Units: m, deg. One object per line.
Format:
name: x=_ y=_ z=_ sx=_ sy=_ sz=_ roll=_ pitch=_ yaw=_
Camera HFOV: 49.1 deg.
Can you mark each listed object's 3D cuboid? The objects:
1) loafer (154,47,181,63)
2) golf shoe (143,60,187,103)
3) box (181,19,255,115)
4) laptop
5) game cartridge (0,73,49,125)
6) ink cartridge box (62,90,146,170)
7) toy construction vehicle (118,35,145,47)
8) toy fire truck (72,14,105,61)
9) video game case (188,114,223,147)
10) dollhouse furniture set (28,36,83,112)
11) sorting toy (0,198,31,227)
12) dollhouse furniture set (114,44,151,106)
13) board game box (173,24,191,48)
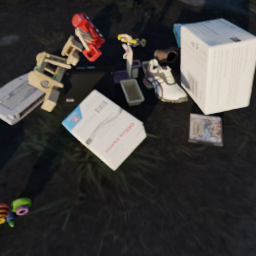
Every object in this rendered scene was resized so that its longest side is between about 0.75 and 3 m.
loafer: x=1.846 y=-3.067 z=12.138 sx=0.645 sy=0.663 sz=1.816 roll=24 pitch=33 yaw=34
golf shoe: x=1.386 y=-1.758 z=10.794 sx=0.920 sy=1.050 sz=2.383 roll=-15 pitch=39 yaw=-30
box: x=3.129 y=-2.279 z=10.205 sx=1.670 sy=2.556 sz=2.542 roll=-12 pitch=36 yaw=-6
laptop: x=-1.557 y=-1.844 z=11.809 sx=2.012 sy=1.173 sz=2.270 roll=0 pitch=23 yaw=-1
game cartridge: x=-4.286 y=-1.219 z=11.027 sx=1.568 sy=0.489 sz=2.355 roll=24 pitch=53 yaw=22
ink cartridge box: x=-0.784 y=0.043 z=9.316 sx=2.242 sy=0.938 sz=1.626 roll=37 pitch=76 yaw=28
toy construction vehicle: x=0.201 y=-4.178 z=13.300 sx=1.171 sy=0.412 sz=1.019 roll=19 pitch=26 yaw=11
toy fire truck: x=-1.462 y=-3.251 z=9.900 sx=1.811 sy=0.442 sz=1.277 roll=53 pitch=29 yaw=0
video game case: x=2.784 y=0.053 z=10.095 sx=1.158 sy=0.163 sz=1.281 roll=8 pitch=49 yaw=6
dollhouse furniture set: x=-2.814 y=-2.202 z=10.421 sx=1.249 sy=1.987 sz=2.246 roll=28 pitch=40 yaw=-24
sorting toy: x=-3.220 y=2.372 z=7.712 sx=1.134 sy=0.681 sz=0.465 roll=-6 pitch=46 yaw=-30
dollhouse furniture set: x=0.437 y=-2.197 z=11.079 sx=1.831 sy=1.640 sz=2.311 roll=-10 pitch=50 yaw=-11
board game box: x=3.035 y=-4.678 z=14.140 sx=1.223 sy=0.380 sz=1.620 roll=-3 pitch=49 yaw=-3
